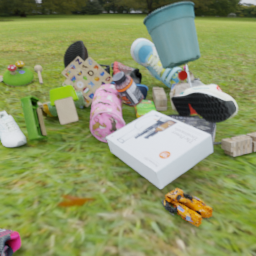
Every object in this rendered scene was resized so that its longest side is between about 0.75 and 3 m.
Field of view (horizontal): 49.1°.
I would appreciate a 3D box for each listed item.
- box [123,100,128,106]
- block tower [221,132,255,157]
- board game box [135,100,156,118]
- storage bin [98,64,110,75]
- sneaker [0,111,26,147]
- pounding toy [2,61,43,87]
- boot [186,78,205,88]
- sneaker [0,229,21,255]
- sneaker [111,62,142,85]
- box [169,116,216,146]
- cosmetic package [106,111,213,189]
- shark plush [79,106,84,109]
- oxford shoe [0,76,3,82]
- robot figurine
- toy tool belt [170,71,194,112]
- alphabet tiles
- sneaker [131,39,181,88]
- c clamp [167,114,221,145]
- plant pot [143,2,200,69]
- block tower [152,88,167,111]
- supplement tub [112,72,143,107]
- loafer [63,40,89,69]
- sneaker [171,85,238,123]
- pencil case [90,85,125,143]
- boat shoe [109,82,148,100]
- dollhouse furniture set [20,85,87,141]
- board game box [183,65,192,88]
[{"bbox_3d":[0.110,-1.218,12.181,1.015,0.108,0.829,-23,34,-39],"label":"box"},{"bbox_3d":[3.581,0.450,8.314,1.648,0.445,0.476,-9,14,-18],"label":"block tower"},{"bbox_3d":[0.671,-0.745,10.972,0.786,0.247,1.645,7,28,-7],"label":"board game box"},{"bbox_3d":[-1.727,-2.660,14.308,1.157,0.802,1.711,10,29,19],"label":"storage bin"},{"bbox_3d":[-3.828,0.046,8.931,0.648,0.738,1.843,-19,34,-37],"label":"sneaker"},{"bbox_3d":[-5.425,-2.915,14.291,1.986,0.922,1.533,-6,42,-13],"label":"pounding toy"},{"bbox_3d":[3.358,-2.032,13.234,1.281,0.612,0.471,-1,26,-3],"label":"boot"},{"bbox_3d":[-2.219,2.312,4.202,0.803,0.867,2.150,-2,26,-9],"label":"sneaker"},{"bbox_3d":[-0.107,-2.512,13.725,1.445,1.045,2.957,-5,29,-8],"label":"sneaker"},{"bbox_3d":[1.921,0.085,8.731,1.504,0.363,1.191,5,30,19],"label":"box"},{"bbox_3d":[0.745,0.434,7.441,1.760,0.603,2.335,-32,33,-21],"label":"cosmetic package"},{"bbox_3d":[-2.417,-1.001,11.650,1.368,0.622,0.570,29,55,11],"label":"shark plush"},{"bbox_3d":[-6.328,-2.566,14.758,0.948,0.336,0.350,-22,59,-38],"label":"oxford shoe"},{"bbox_3d":[1.252,1.677,6.099,0.760,0.305,1.048,-20,32,-37],"label":"robot figurine"},{"bbox_3d":[1.998,-1.351,10.610,0.978,1.566,0.962,-9,8,-5],"label":"toy tool belt"},{"bbox_3d":[-1.563,-1.809,11.029,1.620,1.947,0.062,-50,9,-15],"label":"alphabet tiles"},{"bbox_3d":[1.478,-2.862,12.748,2.924,1.163,1.909,27,11,-50],"label":"sneaker"},{"bbox_3d":[2.031,0.062,9.454,1.923,0.305,2.251,-3,28,6],"label":"c clamp"},{"bbox_3d":[1.682,-3.210,10.117,1.893,1.854,1.893,-16,2,1],"label":"plant pot"},{"bbox_3d":[1.325,-1.256,11.845,0.447,0.479,1.656,-1,27,-1],"label":"block tower"},{"bbox_3d":[-0.034,-1.376,9.943,0.683,1.276,0.683,-23,39,20],"label":"supplement tub"},{"bbox_3d":[-2.038,-2.355,11.936,1.043,2.859,1.020,-13,-19,22],"label":"loafer"},{"bbox_3d":[2.521,-0.945,8.663,1.361,1.025,2.911,-32,14,-13],"label":"sneaker"},{"bbox_3d":[-0.686,-0.578,9.678,1.196,1.144,2.764,9,26,-6],"label":"pencil case"},{"bbox_3d":[-0.158,-1.515,11.789,1.964,0.674,0.826,3,-7,2],"label":"boat shoe"},{"bbox_3d":[-2.246,-0.402,9.511,1.715,1.314,2.618,-15,-2,-1],"label":"dollhouse furniture set"},{"bbox_3d":[2.668,-1.965,12.351,0.176,1.359,1.359,-13,22,17],"label":"board game box"}]
